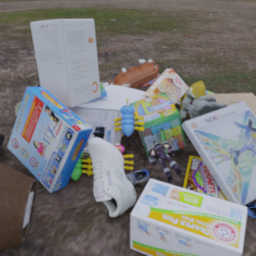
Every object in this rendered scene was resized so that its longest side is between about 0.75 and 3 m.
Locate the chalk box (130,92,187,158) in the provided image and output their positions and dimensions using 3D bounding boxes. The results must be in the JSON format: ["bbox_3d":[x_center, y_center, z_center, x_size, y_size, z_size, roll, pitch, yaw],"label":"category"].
[{"bbox_3d":[1.004,0.007,9.012,1.333,1.339,2.153,-18,33,0],"label":"chalk box"}]

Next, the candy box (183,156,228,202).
[{"bbox_3d":[2.102,1.615,7.617,1.172,0.303,2.292,11,33,13],"label":"candy box"}]

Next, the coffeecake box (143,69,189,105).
[{"bbox_3d":[1.391,-1.321,10.215,1.319,1.013,0.482,-49,22,-5],"label":"coffeecake box"}]

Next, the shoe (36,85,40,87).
[{"bbox_3d":[-4.005,-1.863,13.167,0.338,0.430,0.946,14,34,22],"label":"shoe"}]

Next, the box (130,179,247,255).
[{"bbox_3d":[1.259,2.145,5.968,2.188,1.109,1.230,13,34,20],"label":"box"}]

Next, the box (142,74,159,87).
[{"bbox_3d":[1.020,-2.450,14.061,0.994,0.510,0.470,-19,37,-29],"label":"box"}]

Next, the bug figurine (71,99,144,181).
[{"bbox_3d":[-0.931,0.334,7.932,2.822,2.188,0.726,-5,-7,6],"label":"bug figurine"}]

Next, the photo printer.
[{"bbox_3d":[-0.637,-0.650,10.633,2.277,0.950,2.737,17,37,29],"label":"photo printer"}]

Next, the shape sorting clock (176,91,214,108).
[{"bbox_3d":[2.955,-1.329,12.301,2.158,0.423,2.158,0,32,0],"label":"shape sorting clock"}]

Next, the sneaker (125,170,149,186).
[{"bbox_3d":[0.084,1.388,7.629,1.094,0.466,0.422,-22,71,-19],"label":"sneaker"}]

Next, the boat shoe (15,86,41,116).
[{"bbox_3d":[-3.038,-1.066,10.618,2.701,1.008,0.841,-26,-7,19],"label":"boat shoe"}]

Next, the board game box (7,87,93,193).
[{"bbox_3d":[-2.187,0.299,7.551,2.026,2.069,0.578,39,26,21],"label":"board game box"}]

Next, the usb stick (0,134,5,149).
[{"bbox_3d":[-4.234,0.963,8.411,0.656,0.386,2.365,-38,29,15],"label":"usb stick"}]

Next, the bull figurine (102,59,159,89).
[{"bbox_3d":[0.074,-2.238,12.618,2.816,0.917,1.709,-16,30,16],"label":"bull figurine"}]

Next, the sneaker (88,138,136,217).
[{"bbox_3d":[-0.488,1.179,6.721,0.743,1.984,0.988,-23,5,39],"label":"sneaker"}]

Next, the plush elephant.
[{"bbox_3d":[2.286,-0.653,9.380,1.458,1.201,1.129,18,19,-27],"label":"plush elephant"}]

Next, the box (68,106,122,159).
[{"bbox_3d":[-1.542,0.148,8.848,2.596,0.780,1.514,6,72,9],"label":"box"}]

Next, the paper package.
[{"bbox_3d":[3.791,-0.373,10.093,2.134,1.104,2.034,-2,31,-4],"label":"paper package"}]

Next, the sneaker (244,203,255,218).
[{"bbox_3d":[3.477,1.957,6.893,1.214,0.473,0.426,4,32,6],"label":"sneaker"}]

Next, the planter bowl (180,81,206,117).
[{"bbox_3d":[2.356,-0.988,10.568,0.670,1.608,1.608,3,31,-4],"label":"planter bowl"}]

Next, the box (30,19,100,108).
[{"bbox_3d":[-1.839,-2.014,8.634,1.196,2.454,1.526,8,22,29],"label":"box"}]

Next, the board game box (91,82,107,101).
[{"bbox_3d":[-1.512,-1.301,10.573,1.295,0.237,0.979,-17,34,-6],"label":"board game box"}]

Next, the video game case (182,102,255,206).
[{"bbox_3d":[3.067,0.596,7.705,2.342,0.283,2.569,-18,67,-24],"label":"video game case"}]

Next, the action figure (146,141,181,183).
[{"bbox_3d":[0.936,0.807,7.323,0.768,0.409,1.180,-32,47,7],"label":"action figure"}]

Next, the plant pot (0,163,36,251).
[{"bbox_3d":[-3.541,1.582,5.844,2.907,2.717,2.717,8,30,-10],"label":"plant pot"}]
